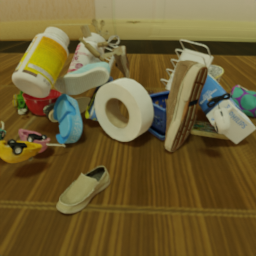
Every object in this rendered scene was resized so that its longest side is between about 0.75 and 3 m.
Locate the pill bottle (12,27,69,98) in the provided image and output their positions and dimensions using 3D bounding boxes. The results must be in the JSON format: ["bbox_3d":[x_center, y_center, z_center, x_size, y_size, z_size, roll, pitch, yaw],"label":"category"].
[{"bbox_3d":[-2.607,-2.068,8.685,1.151,1.151,2.107,11,65,20],"label":"pill bottle"}]

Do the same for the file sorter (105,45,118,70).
[{"bbox_3d":[-1.393,-2.902,12.884,1.263,2.028,1.407,22,5,-5],"label":"file sorter"}]

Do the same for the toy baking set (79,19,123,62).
[{"bbox_3d":[-0.905,-3.045,9.899,0.208,1.784,1.369,-2,50,52],"label":"toy baking set"}]

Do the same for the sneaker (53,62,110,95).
[{"bbox_3d":[-1.477,-1.662,9.262,2.013,0.744,0.825,-8,37,18],"label":"sneaker"}]

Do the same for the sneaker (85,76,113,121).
[{"bbox_3d":[-0.901,-1.014,9.979,0.700,1.703,0.630,24,5,-24],"label":"sneaker"}]

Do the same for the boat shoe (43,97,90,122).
[{"bbox_3d":[-2.364,-0.863,11.058,1.992,0.715,0.673,-25,40,-37],"label":"boat shoe"}]

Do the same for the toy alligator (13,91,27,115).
[{"bbox_3d":[-4.331,-0.909,11.460,0.693,0.502,2.089,-7,33,-13],"label":"toy alligator"}]

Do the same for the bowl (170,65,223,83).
[{"bbox_3d":[3.127,-1.977,12.682,2.315,1.087,2.315,-11,27,6],"label":"bowl"}]

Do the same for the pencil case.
[{"bbox_3d":[5.118,-0.960,10.815,2.408,1.113,1.025,13,19,21],"label":"pencil case"}]

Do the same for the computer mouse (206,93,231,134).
[{"bbox_3d":[2.457,-0.310,7.322,0.622,1.134,0.249,-19,22,3],"label":"computer mouse"}]

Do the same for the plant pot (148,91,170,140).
[{"bbox_3d":[1.301,-0.406,9.549,1.383,1.243,1.383,-15,31,-28],"label":"plant pot"}]

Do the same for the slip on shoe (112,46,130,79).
[{"bbox_3d":[-0.282,-2.824,12.414,0.578,1.909,0.726,-5,64,6],"label":"slip on shoe"}]

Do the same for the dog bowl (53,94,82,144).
[{"bbox_3d":[-1.986,-0.287,9.241,0.455,1.022,1.834,13,44,-39],"label":"dog bowl"}]

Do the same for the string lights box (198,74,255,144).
[{"bbox_3d":[2.936,-0.897,9.377,1.431,0.821,2.785,32,26,-32],"label":"string lights box"}]

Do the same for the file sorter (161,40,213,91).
[{"bbox_3d":[2.318,-2.361,11.135,1.307,1.883,1.173,25,-2,27],"label":"file sorter"}]

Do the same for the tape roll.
[{"bbox_3d":[-0.163,-0.556,8.915,1.945,1.945,0.680,19,33,33],"label":"tape roll"}]

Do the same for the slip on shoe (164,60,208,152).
[{"bbox_3d":[1.491,-0.628,8.267,0.830,2.739,1.041,30,31,33],"label":"slip on shoe"}]

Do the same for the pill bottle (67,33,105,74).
[{"bbox_3d":[-1.566,-2.601,10.847,1.105,1.105,1.950,9,70,18],"label":"pill bottle"}]

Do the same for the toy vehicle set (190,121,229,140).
[{"bbox_3d":[2.892,0.069,9.816,1.280,0.170,0.795,9,28,17],"label":"toy vehicle set"}]

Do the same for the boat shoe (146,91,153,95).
[{"bbox_3d":[0.731,-1.650,13.072,0.968,0.340,0.341,10,29,22],"label":"boat shoe"}]

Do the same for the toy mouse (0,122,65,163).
[{"bbox_3d":[-3.226,0.384,7.830,2.682,0.519,2.383,5,13,-45],"label":"toy mouse"}]

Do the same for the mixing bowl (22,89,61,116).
[{"bbox_3d":[-3.424,-0.989,11.190,1.459,0.790,1.459,3,25,-2],"label":"mixing bowl"}]

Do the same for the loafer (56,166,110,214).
[{"bbox_3d":[-1.060,1.407,6.699,0.620,0.560,1.639,16,31,29],"label":"loafer"}]
